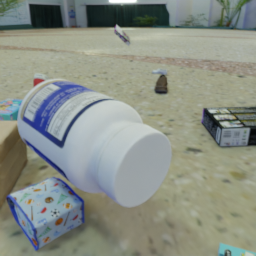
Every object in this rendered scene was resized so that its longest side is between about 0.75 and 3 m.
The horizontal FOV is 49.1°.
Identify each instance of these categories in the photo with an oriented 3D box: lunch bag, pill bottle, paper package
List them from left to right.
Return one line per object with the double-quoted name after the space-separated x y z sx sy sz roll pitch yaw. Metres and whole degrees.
-3.859 0.832 6.240 2.516 1.302 2.398 0 24 -2 "paper package"
-1.599 1.520 5.391 1.059 0.772 1.246 -21 40 -38 "lunch bag"
-0.640 0.183 4.841 1.579 1.579 2.638 -21 33 -38 "pill bottle"

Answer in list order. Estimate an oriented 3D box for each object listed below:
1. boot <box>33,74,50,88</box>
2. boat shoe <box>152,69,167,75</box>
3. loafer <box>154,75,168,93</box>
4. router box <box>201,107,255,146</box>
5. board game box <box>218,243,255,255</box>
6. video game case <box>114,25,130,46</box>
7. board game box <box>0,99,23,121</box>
-2.438 -0.801 8.150 0.530 1.056 1.465 8 -13 9 "boot"
1.907 -3.419 16.820 0.930 0.311 0.342 8 26 18 "boat shoe"
1.608 -2.193 13.704 0.664 0.645 1.817 2 24 3 "loafer"
3.879 -0.110 9.112 2.480 0.633 1.849 -1 24 -3 "router box"
1.914 2.296 4.267 1.096 0.257 0.827 9 26 19 "board game box"
-0.233 -3.718 11.265 0.772 0.152 0.851 37 25 -25 "video game case"
-4.532 -0.671 10.687 1.217 0.360 1.600 6 25 14 "board game box"
